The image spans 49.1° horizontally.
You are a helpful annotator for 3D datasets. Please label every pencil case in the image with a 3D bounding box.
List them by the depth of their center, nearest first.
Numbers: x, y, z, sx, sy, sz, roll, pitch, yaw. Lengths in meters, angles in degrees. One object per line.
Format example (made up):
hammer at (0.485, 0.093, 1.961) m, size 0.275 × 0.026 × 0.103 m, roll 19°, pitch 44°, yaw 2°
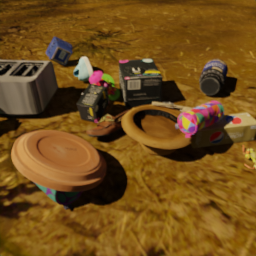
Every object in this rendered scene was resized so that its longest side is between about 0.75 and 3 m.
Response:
pencil case at (-2.368, 1.252, 8.389) m, size 2.586 × 1.100 × 1.195 m, roll 29°, pitch 2°, yaw 35°
pencil case at (2.455, -0.337, 9.428) m, size 1.938 × 0.856 × 0.856 m, roll -22°, pitch 40°, yaw -39°

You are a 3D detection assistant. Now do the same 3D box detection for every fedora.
fedora at (1.026, 0.185, 9.960) m, size 2.625 × 1.071 × 2.625 m, roll 3°, pitch 37°, yaw -2°

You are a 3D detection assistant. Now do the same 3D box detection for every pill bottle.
pill bottle at (4.141, -2.452, 13.656) m, size 1.196 × 1.196 × 2.138 m, roll 13°, pitch 37°, yaw 18°

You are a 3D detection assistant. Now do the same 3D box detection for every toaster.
toaster at (-4.806, -1.732, 12.103) m, size 2.700 × 1.772 × 2.986 m, roll 2°, pitch 35°, yaw 5°

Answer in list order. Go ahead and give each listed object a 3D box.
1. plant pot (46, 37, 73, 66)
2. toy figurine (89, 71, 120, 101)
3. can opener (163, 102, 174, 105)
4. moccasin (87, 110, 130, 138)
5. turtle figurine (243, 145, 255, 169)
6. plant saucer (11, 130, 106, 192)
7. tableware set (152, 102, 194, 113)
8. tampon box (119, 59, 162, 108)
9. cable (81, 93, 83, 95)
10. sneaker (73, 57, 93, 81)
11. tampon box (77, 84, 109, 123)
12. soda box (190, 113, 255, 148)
plant pot at (-3.913, -4.338, 16.099) m, size 1.187 × 1.187 × 1.067 m, roll 21°, pitch 25°, yaw -34°
toy figurine at (-1.140, -1.918, 12.395) m, size 1.524 × 1.403 × 1.144 m, roll 39°, pitch 91°, yaw 10°
can opener at (1.679, -0.896, 11.945) m, size 0.330 × 0.413 × 1.236 m, roll 0°, pitch 3°, yaw -4°
moccasin at (-0.660, -0.177, 10.584) m, size 2.031 × 0.784 × 0.743 m, roll -21°, pitch 15°, yaw -27°
turtle figurine at (4.377, 0.937, 9.480) m, size 0.941 × 0.376 × 1.167 m, roll 3°, pitch 35°, yaw 5°
plant saucer at (-1.913, 0.799, 8.159) m, size 2.733 × 0.441 × 2.733 m, roll 20°, pitch 22°, yaw -8°
tableware set at (1.795, -0.808, 11.320) m, size 1.901 × 0.264 × 2.276 m, roll 8°, pitch 6°, yaw -4°
tampon box at (0.517, -2.129, 12.989) m, size 1.681 × 1.416 × 2.242 m, roll -5°, pitch 35°, yaw -7°
cable at (-1.502, -1.296, 12.523) m, size 0.980 × 0.339 × 0.981 m, roll -28°, pitch 62°, yaw -16°
sneaker at (-2.514, -3.176, 15.008) m, size 0.967 × 0.872 × 2.360 m, roll -14°, pitch 32°, yaw -12°
tampon box at (-1.413, -1.010, 11.504) m, size 0.798 × 0.947 × 1.264 m, roll 13°, pitch 54°, yaw 15°
soda box at (3.442, 0.070, 10.377) m, size 2.445 × 0.783 × 0.828 m, roll -6°, pitch 35°, yaw -9°
